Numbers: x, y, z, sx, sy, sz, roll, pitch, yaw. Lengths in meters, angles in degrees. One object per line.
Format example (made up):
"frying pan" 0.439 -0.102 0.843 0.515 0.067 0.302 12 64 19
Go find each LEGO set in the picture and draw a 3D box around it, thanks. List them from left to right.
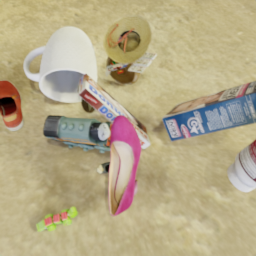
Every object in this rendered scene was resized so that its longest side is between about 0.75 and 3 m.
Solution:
"LEGO set" -0.004 -2.401 10.518 1.831 0.449 1.368 12 46 25

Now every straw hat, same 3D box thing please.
"straw hat" 0.102 -3.082 10.151 1.894 0.802 1.894 -3 82 24

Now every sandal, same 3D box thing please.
"sandal" -1.333 -1.123 9.688 0.473 0.703 1.751 17 25 -32

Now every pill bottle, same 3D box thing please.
"pill bottle" 3.510 0.818 7.127 1.116 1.975 1.116 16 46 -18

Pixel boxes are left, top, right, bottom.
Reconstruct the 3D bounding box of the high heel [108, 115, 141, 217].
"high heel" -0.259 1.035 7.594 0.886 2.631 1.262 9 24 23

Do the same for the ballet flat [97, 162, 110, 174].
"ballet flat" -0.485 1.260 8.871 1.071 0.356 0.304 -2 7 -29

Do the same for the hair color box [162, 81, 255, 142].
"hair color box" 2.705 -0.519 8.735 2.953 0.894 1.477 -16 13 35

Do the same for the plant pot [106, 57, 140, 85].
"plant pot" -0.241 -2.305 11.059 1.509 1.509 0.207 21 47 15

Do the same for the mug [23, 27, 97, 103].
"mug" -2.534 -2.447 10.474 2.737 2.021 2.400 -5 62 2

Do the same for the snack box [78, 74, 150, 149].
"snack box" -0.397 -0.483 9.010 0.355 2.921 1.050 -39 30 19

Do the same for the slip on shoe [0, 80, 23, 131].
"slip on shoe" -4.552 -1.030 10.599 0.936 0.773 2.528 -20 55 -12

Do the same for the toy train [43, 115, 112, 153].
"toy train" -1.511 0.146 8.996 2.479 1.413 1.057 6 78 28

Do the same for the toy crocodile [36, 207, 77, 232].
"toy crocodile" -2.048 2.634 8.051 1.277 0.394 0.431 -20 59 2
